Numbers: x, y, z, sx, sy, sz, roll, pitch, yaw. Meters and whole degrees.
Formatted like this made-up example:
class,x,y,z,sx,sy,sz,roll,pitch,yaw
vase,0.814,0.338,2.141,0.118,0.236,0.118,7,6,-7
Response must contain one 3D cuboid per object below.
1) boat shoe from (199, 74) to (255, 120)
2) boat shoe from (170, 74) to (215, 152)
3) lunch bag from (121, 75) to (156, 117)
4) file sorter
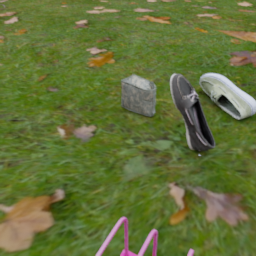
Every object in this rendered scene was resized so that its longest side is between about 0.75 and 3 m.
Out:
class,x,y,z,sx,sy,sz,roll,pitch,yaw
boat shoe,3.450,-1.207,10.190,0.790,0.917,2.547,-24,45,-24
boat shoe,1.878,-0.431,7.890,0.682,2.394,0.800,-2,26,45
lunch bag,0.455,-1.115,9.857,1.348,1.106,0.793,29,44,33
file sorter,0.620,2.791,4.198,2.573,1.614,1.788,18,41,22
